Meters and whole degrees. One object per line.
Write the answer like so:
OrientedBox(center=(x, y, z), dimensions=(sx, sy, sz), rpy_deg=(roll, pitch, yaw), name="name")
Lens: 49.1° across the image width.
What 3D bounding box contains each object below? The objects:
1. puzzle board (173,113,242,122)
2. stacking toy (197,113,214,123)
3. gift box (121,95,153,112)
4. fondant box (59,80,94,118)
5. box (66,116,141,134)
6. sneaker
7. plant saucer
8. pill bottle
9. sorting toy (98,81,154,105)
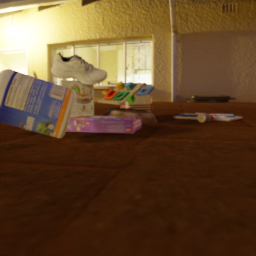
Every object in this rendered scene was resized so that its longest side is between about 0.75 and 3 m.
OrientedBox(center=(4.280, -0.612, 14.999), dimensions=(2.991, 0.260, 2.254), rpy_deg=(5, 9, 36), name="puzzle board")
OrientedBox(center=(3.720, -0.439, 13.248), dimensions=(1.000, 0.427, 0.427), rpy_deg=(4, 2, -44), name="stacking toy")
OrientedBox(center=(0.502, -1.254, 15.228), dimensions=(1.439, 1.541, 1.422), rpy_deg=(-2, 12, -25), name="gift box")
OrientedBox(center=(-2.168, -1.061, 11.834), dimensions=(1.356, 1.879, 0.547), rpy_deg=(-2, 7, -20), name="fondant box")
OrientedBox(center=(-0.836, -0.154, 10.103), dimensions=(2.436, 0.476, 1.667), rpy_deg=(1, 7, 12), name="box")
OrientedBox(center=(-1.841, -2.276, 10.801), dimensions=(2.186, 0.952, 0.815), rpy_deg=(7, 38, -14), name="sneaker")
OrientedBox(center=(0.076, -0.605, 13.102), dimensions=(2.622, 0.480, 2.622), rpy_deg=(6, 8, -1), name="plant saucer")
OrientedBox(center=(-2.657, -0.676, 7.076), dimensions=(2.420, 1.356, 1.356), rpy_deg=(16, 3, -15), name="pill bottle")
OrientedBox(center=(-0.285, -1.408, 10.645), dimensions=(1.545, 0.374, 2.744), rpy_deg=(-40, 30, -27), name="sorting toy")
